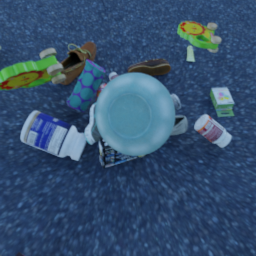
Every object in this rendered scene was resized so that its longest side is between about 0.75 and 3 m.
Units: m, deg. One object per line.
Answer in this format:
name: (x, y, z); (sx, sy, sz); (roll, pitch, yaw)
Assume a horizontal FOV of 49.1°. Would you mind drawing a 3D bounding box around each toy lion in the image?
toy lion: (2.644, -3.564, 10.676); (1.496, 0.536, 1.560); (5, 49, -2)
toy lion: (-3.583, -1.930, 10.284); (2.348, 2.449, 0.841); (-24, 91, -9)

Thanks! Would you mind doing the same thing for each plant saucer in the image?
plant saucer: (0.092, -0.350, 7.814); (2.378, 2.378, 0.458); (19, 11, 15)

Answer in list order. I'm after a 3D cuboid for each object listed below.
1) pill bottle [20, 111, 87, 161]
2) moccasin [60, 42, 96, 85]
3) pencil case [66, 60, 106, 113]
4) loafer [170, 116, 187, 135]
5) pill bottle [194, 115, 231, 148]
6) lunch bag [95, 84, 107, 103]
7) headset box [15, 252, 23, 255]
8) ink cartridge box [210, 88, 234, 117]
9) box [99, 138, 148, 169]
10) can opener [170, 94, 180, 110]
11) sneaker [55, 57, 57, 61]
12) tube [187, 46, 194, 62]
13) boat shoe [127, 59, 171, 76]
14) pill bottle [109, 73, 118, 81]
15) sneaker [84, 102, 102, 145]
pill bottle: (-2.544, 0.323, 9.856); (2.090, 1.209, 1.209); (23, 53, -6)
moccasin: (-2.403, -3.209, 12.983); (1.019, 1.075, 2.786); (28, 57, 20)
pencil case: (-1.670, -1.631, 11.059); (0.853, 2.004, 0.926); (15, 23, -41)
loafer: (1.130, 0.024, 10.513); (2.224, 0.776, 0.778); (-18, 54, -1)
pill bottle: (3.090, 0.133, 10.205); (1.247, 0.683, 0.683); (37, 55, -8)
lunch bag: (-0.660, -1.213, 11.281); (1.264, 1.114, 0.518); (24, 39, 9)
headset box: (-2.270, 4.106, 7.054); (1.739, 1.294, 0.672); (31, 58, 23)
ink cartridge box: (3.965, -1.099, 11.753); (0.688, 0.393, 1.325); (-3, 52, -3)
box: (-0.106, 0.690, 9.533); (1.738, 1.382, 0.400); (-15, 56, -14)
can opener: (0.933, -0.593, 9.642); (0.667, 1.996, 0.532); (-35, 100, -43)
sneaker: (-3.787, -3.185, 13.467); (0.848, 0.295, 0.422); (-37, 61, -26)
tube: (3.076, -3.646, 13.890); (0.290, 0.259, 0.999); (-22, 47, 33)
boat shoe: (0.911, -2.764, 12.908); (2.037, 0.717, 0.716); (-8, 50, -14)
pill bottle: (-0.549, -2.080, 12.373); (0.439, 0.439, 0.769); (-18, 51, -14)
sneaker: (-0.902, -0.220, 9.757); (0.843, 0.717, 1.848); (-11, 48, 18)
